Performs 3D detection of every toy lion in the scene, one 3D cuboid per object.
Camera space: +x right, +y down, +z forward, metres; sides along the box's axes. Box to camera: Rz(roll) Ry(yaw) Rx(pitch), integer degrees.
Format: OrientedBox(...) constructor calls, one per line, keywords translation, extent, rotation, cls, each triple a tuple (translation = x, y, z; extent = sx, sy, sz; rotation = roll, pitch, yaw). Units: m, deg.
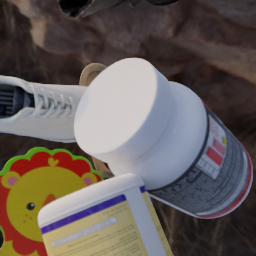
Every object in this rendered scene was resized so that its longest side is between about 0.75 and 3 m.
OrientedBox(translation=(-1.653, 1.596, 4.536), extent=(2.779, 0.954, 2.664), rotation=(-2, 61, -21), cls="toy lion")

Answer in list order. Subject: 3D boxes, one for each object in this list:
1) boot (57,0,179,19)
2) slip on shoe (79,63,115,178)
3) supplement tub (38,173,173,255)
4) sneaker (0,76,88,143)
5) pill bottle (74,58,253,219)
OrientedBox(translation=(0.024, -2.415, 4.613), extent=(2.518, 2.892, 1.001), rotation=(-25, 106, -14), cls="boot")
OrientedBox(translation=(-0.599, -0.254, 6.802), extent=(1.115, 0.889, 2.934), rotation=(-6, 81, -1), cls="slip on shoe")
OrientedBox(translation=(-0.136, 1.509, 3.058), extent=(1.263, 1.263, 1.737), rotation=(-21, 77, -3), cls="supplement tub")
OrientedBox(translation=(-1.346, -0.265, 4.314), extent=(2.678, 0.948, 0.978), rotation=(-2, 83, -15), cls="sneaker")
OrientedBox(translation=(0.677, 0.305, 4.360), extent=(1.656, 2.859, 1.656), rotation=(-22, 51, 31), cls="pill bottle")
